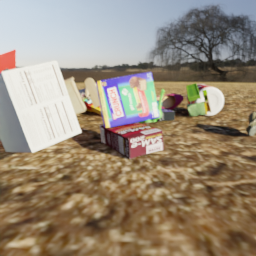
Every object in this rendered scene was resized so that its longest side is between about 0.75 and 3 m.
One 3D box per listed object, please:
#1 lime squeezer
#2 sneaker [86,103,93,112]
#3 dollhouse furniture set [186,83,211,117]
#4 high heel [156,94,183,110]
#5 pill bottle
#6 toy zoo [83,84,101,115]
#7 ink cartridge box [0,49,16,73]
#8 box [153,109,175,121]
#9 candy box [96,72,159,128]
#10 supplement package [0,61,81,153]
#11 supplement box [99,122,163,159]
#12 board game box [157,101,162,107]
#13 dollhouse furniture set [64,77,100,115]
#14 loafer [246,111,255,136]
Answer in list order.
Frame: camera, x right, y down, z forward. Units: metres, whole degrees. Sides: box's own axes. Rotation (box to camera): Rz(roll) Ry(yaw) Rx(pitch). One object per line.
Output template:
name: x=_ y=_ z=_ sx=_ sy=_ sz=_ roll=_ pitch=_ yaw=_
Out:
lime squeezer: x=0.761 y=-0.474 z=10.193 sx=2.018 sy=0.713 sz=0.381 roll=-42 pitch=9 yaw=31
sneaker: x=-1.382 y=-1.063 z=13.798 sx=2.392 sy=0.873 sz=0.923 roll=0 pitch=32 yaw=20
dollhouse furniture set: x=2.904 y=-0.918 z=11.629 sx=0.967 sy=1.936 sz=0.747 roll=-13 pitch=49 yaw=15
high heel: x=1.860 y=-1.268 z=13.550 sx=2.413 sy=0.813 sz=1.160 roll=-20 pitch=-4 yaw=-22
pill bottle: x=3.585 y=-1.413 z=13.506 sx=1.314 sy=1.314 sz=2.326 roll=0 pitch=13 yaw=-2
toy zoo: x=-1.176 y=-1.375 z=13.237 sx=2.605 sy=0.267 sz=1.709 roll=26 pitch=53 yaw=40
ink cartridge box: x=-3.975 y=-0.711 z=7.288 sx=2.663 sy=0.667 sz=2.143 roll=-33 pitch=-11 yaw=-34
box: x=1.400 y=-0.562 z=11.842 sx=0.739 sy=0.413 sz=1.047 roll=-1 pitch=10 yaw=-20
candy box: x=-0.025 y=-0.749 z=7.525 sx=1.483 sy=1.254 sz=0.571 roll=-12 pitch=4 yaw=-7
supplement package: x=-2.316 y=-0.396 z=6.511 sx=1.191 sy=1.673 sz=2.148 roll=-24 pitch=11 yaw=-35
supplement box: x=0.031 y=0.243 z=7.479 sx=0.988 sy=0.553 sz=1.816 roll=-13 pitch=17 yaw=-26
board game box: x=0.513 y=-0.846 z=11.999 sx=1.875 sy=0.365 sz=1.481 roll=4 pitch=19 yaw=24
dollhouse furniture set: x=-2.305 y=-1.855 z=12.664 sx=2.539 sy=1.453 sz=2.977 roll=-18 pitch=26 yaw=9
loafer: x=4.059 y=-0.181 z=9.043 sx=0.492 sy=0.531 sz=1.412 roll=39 pitch=39 yaw=20
